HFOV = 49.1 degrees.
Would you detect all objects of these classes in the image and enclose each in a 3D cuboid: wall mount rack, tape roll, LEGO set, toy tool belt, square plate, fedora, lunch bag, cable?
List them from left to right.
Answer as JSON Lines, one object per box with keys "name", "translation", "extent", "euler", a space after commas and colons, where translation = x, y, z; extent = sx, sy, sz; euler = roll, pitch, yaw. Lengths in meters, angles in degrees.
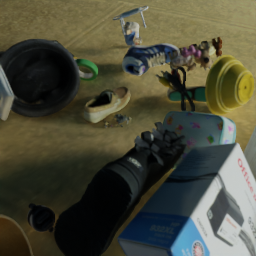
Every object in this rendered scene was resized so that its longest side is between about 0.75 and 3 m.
{"name": "square plate", "translation": [-3.493, -1.132, 7.306], "extent": [0.224, 1.562, 1.577], "euler": [-23, 82, -35]}
{"name": "fedora", "translation": [-2.656, -1.414, 8.211], "extent": [2.360, 2.360, 1.078], "euler": [-25, 13, -23]}
{"name": "tape roll", "translation": [-1.404, -1.859, 8.997], "extent": [0.846, 0.846, 0.203], "euler": [8, 62, 8]}
{"name": "LEGO set", "translation": [-0.307, -0.238, 7.919], "extent": [0.809, 0.229, 0.525], "euler": [-26, 51, -24]}
{"name": "toy tool belt", "translation": [0.117, -3.381, 10.506], "extent": [0.672, 1.076, 0.661], "euler": [9, 60, 18]}
{"name": "wall mount rack", "translation": [0.154, -3.951, 10.248], "extent": [1.366, 0.509, 1.187], "euler": [-16, 36, 10]}
{"name": "cable", "translation": [1.500, -1.102, 7.978], "extent": [0.762, 0.395, 1.569], "euler": [-32, 85, -5]}
{"name": "lunch bag", "translation": [1.487, 0.341, 6.352], "extent": [0.664, 1.381, 1.722], "euler": [7, 2, -40]}

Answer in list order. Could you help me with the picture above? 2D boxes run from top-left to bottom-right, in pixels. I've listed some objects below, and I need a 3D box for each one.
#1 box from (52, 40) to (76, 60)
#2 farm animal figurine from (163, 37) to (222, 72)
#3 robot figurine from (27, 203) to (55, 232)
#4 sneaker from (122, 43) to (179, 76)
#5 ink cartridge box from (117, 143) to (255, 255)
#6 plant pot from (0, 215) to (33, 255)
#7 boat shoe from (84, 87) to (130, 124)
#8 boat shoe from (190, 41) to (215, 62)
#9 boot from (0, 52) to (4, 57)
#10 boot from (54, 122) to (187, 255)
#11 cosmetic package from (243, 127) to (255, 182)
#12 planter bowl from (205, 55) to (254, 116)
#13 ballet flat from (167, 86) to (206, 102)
{"name": "box", "translation": [-2.798, -2.608, 10.042], "extent": [1.269, 0.392, 1.589], "euler": [-21, 48, -32]}
{"name": "farm animal figurine", "translation": [2.110, -2.175, 8.805], "extent": [1.760, 0.885, 1.421], "euler": [-23, 15, -25]}
{"name": "robot figurine", "translation": [-1.721, 1.783, 5.565], "extent": [0.472, 0.757, 0.569], "euler": [5, 81, -30]}
{"name": "sneaker", "translation": [0.732, -2.172, 9.395], "extent": [1.868, 0.753, 1.368], "euler": [5, 49, 12]}
{"name": "ink cartridge box", "translation": [1.267, 1.647, 4.578], "extent": [1.036, 1.795, 2.474], "euler": [-14, 19, 46]}
{"name": "plant pot", "translation": [-2.831, 2.483, 4.248], "extent": [2.035, 1.897, 1.897], "euler": [-14, 45, 7]}
{"name": "boat shoe", "translation": [-0.573, -0.795, 8.221], "extent": [0.650, 0.583, 1.756], "euler": [30, 52, 26]}
{"name": "boat shoe", "translation": [2.808, -2.968, 10.477], "extent": [1.483, 0.467, 0.541], "euler": [-31, 53, -27]}
{"name": "boot", "translation": [-4.161, -1.925, 9.248], "extent": [1.928, 0.725, 1.441], "euler": [-16, 47, -16]}
{"name": "boot", "translation": [-0.081, 1.169, 5.357], "extent": [0.985, 2.662, 2.182], "euler": [41, 33, 13]}
{"name": "cosmetic package", "translation": [3.348, 1.207, 5.715], "extent": [0.960, 1.318, 2.593], "euler": [-4, 46, -4]}
{"name": "planter bowl", "translation": [2.925, -1.121, 7.669], "extent": [1.710, 1.710, 0.712], "euler": [-32, 31, -28]}
{"name": "ballet flat", "translation": [1.974, -1.105, 8.597], "extent": [1.570, 0.530, 0.490], "euler": [1, 34, 1]}
